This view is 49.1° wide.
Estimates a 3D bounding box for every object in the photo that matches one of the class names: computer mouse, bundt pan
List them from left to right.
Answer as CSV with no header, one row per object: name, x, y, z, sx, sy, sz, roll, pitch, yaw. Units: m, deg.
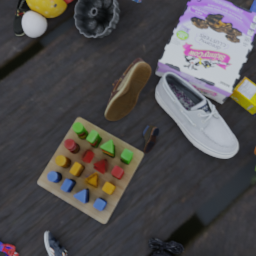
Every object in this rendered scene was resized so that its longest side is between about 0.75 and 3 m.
bundt pan,-0.894,-3.505,8.671,1.549,0.581,1.549,1,93,29
computer mouse,0.908,3.683,7.322,0.965,0.367,1.393,9,65,4

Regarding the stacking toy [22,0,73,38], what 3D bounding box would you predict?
stacking toy,-2.414,-4.199,8.666,2.189,2.189,2.995,24,96,6

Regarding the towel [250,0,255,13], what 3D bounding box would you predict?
towel,4.659,-3.525,8.941,1.587,0.189,1.149,24,78,19

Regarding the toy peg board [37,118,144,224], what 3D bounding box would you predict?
toy peg board,-1.045,1.053,7.544,2.237,1.094,2.228,29,78,7

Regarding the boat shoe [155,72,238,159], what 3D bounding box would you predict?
boat shoe,1.937,-0.429,7.769,1.056,1.005,2.932,-31,70,-17

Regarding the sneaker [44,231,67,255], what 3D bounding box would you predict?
sneaker,-1.869,3.220,7.372,0.430,0.425,1.083,-17,88,1

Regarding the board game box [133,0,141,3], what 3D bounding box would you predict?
board game box,-0.212,-4.186,8.466,1.312,0.888,0.226,26,115,-3

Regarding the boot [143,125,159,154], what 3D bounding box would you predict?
boot,0.598,0.315,8.177,0.309,0.401,0.827,18,101,-37

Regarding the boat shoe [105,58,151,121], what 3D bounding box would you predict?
boat shoe,-0.094,-1.104,8.077,0.719,0.718,1.994,15,118,-32

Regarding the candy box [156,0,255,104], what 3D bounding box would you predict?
candy box,2.423,-2.445,8.444,2.264,0.965,2.699,25,78,6

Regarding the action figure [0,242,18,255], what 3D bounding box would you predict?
action figure,-3.407,3.161,7.353,1.054,0.522,0.344,22,78,3

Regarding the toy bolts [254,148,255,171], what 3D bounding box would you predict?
toy bolts,4.236,0.831,7.315,1.510,1.581,1.096,-2,67,41

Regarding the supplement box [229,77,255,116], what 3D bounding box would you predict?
supplement box,3.603,-0.920,8.292,1.000,0.548,0.544,41,80,8

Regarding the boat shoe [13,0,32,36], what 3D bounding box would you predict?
boat shoe,-3.413,-3.675,9.028,0.525,0.450,1.435,13,78,2
